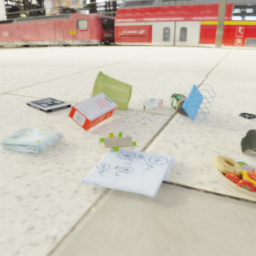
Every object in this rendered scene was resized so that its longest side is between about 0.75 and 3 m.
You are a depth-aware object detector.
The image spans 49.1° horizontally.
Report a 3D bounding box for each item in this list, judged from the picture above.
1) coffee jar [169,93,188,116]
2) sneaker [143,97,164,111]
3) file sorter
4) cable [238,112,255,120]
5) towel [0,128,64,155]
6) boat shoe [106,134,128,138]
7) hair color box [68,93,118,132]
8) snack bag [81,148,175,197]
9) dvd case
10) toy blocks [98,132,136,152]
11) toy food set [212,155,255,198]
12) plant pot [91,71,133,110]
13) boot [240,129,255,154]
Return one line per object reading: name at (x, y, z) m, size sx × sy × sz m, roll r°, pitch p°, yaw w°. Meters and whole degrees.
coffee jar at (2.840, -1.235, 14.718) m, size 0.945 × 0.773 × 1.812 m, roll 8°, pitch 20°, yaw -13°
sneaker at (1.416, -1.336, 15.290) m, size 0.774 × 0.583 × 1.656 m, roll 5°, pitch 19°, yaw 27°
file sorter at (3.414, -1.234, 13.258) m, size 0.895 × 1.013 × 1.459 m, roll 0°, pitch 52°, yaw 49°
cable at (6.006, -0.595, 14.004) m, size 0.863 × 0.219 × 0.704 m, roll 16°, pitch 22°, yaw 40°
towel at (-3.751, 0.458, 10.940) m, size 1.897 × 0.457 × 1.624 m, roll 7°, pitch 23°, yaw 17°
boat shoe at (-0.437, 0.442, 11.159) m, size 1.006 × 0.376 × 0.344 m, roll 3°, pitch 24°, yaw 32°
hair color box at (-1.581, -0.790, 13.061) m, size 1.158 × 0.698 × 2.281 m, roll 40°, pitch 36°, yaw 11°
snack bag at (0.111, 1.359, 8.914) m, size 2.392 × 0.272 × 2.537 m, roll 7°, pitch 22°, yaw 18°
dvd case at (-4.450, -1.295, 15.642) m, size 2.130 × 0.263 × 1.601 m, roll 20°, pitch 28°, yaw 39°
toy blocks at (-0.496, 0.550, 10.342) m, size 1.362 × 0.681 × 0.931 m, roll -1°, pitch -7°, yaw -20°
toy food set at (3.472, 1.408, 8.089) m, size 1.846 × 0.454 × 1.865 m, roll 11°, pitch 18°, yaw -10°
plant pot at (-0.808, -1.849, 15.113) m, size 1.907 × 2.074 × 2.074 m, roll 14°, pitch 23°, yaw 3°
boot at (4.775, 0.461, 9.528) m, size 1.453 × 0.694 × 1.924 m, roll -1°, pitch -15°, yaw 6°
